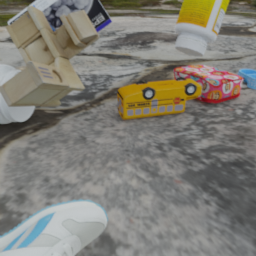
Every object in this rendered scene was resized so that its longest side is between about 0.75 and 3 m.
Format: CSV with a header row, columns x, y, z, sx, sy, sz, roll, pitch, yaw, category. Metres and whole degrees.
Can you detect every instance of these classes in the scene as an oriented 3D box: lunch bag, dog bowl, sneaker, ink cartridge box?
x,y,z,sx,sy,sz,roll,pitch,yaw,category
3.393,-1.968,11.807,2.274,1.058,2.582,-17,33,-29,lunch bag
5.845,-2.296,13.066,1.057,0.470,1.896,-6,29,-12,dog bowl
-1.529,2.159,4.267,2.942,1.126,1.188,-23,45,-26,sneaker
-2.126,-3.590,9.919,2.839,2.866,0.622,-32,70,10,ink cartridge box

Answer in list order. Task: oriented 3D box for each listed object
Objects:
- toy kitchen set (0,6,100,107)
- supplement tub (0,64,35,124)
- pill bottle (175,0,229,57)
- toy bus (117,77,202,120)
x,y,z,sx,sy,sz,roll,pitch,yaw,category
-2.191,-2.278,7.367,2.225,2.727,2.460,-30,-3,14,toy kitchen set
-4.715,-1.174,9.373,2.716,1.975,1.975,7,29,12,supplement tub
2.114,-3.279,8.043,1.236,2.262,1.236,18,7,-2,pill bottle
1.118,-1.088,10.083,2.904,1.137,0.945,-7,28,-13,toy bus
